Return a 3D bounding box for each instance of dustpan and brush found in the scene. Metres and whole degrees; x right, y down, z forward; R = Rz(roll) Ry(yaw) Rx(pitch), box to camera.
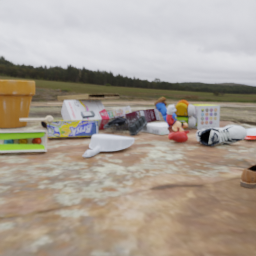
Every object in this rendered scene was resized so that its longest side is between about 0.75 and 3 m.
[{"bbox_3d":[-0.861,0.594,9.270,1.495,0.613,2.142,6,3,25],"label":"dustpan and brush"}]

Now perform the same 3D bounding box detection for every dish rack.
[{"bbox_3d":[-0.180,-0.143,13.363,1.888,0.515,1.448,-1,23,32],"label":"dish rack"}]

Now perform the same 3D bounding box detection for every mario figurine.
[{"bbox_3d":[1.867,-0.328,11.118,1.198,1.941,1.029,-9,-25,-48],"label":"mario figurine"}]

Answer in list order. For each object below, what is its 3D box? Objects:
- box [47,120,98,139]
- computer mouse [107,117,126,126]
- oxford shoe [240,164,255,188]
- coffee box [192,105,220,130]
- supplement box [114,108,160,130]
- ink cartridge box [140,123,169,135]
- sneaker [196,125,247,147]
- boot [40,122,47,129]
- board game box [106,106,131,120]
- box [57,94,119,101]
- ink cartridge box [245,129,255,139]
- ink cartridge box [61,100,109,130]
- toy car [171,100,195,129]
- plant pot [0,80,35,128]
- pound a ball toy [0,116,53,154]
[{"bbox_3d":[-2.325,0.045,11.828,2.105,0.738,0.677,-2,-3,-14],"label":"box"},{"bbox_3d":[-0.362,-0.296,13.053,0.808,0.265,1.151,-31,16,-39],"label":"computer mouse"},{"bbox_3d":[3.003,1.007,6.241,1.271,0.453,0.453,-3,7,-35],"label":"oxford shoe"},{"bbox_3d":[4.022,-0.626,15.112,1.274,1.262,1.276,-2,8,-14],"label":"coffee box"},{"bbox_3d":[0.546,-0.506,15.079,1.365,0.764,2.509,-13,-1,34],"label":"supplement box"},{"bbox_3d":[1.675,0.012,13.760,1.768,0.443,1.423,-3,7,-41],"label":"ink cartridge box"},{"bbox_3d":[3.345,0.323,10.203,1.825,0.728,1.187,3,10,22],"label":"sneaker"},{"bbox_3d":[-4.202,-0.132,14.677,0.898,0.336,0.435,30,19,35],"label":"boot"},{"bbox_3d":[-0.972,-0.709,16.050,2.337,0.400,1.571,-15,0,2],"label":"board game box"},{"bbox_3d":[-2.170,-1.649,15.152,2.683,0.285,2.193,3,8,42],"label":"box"},{"bbox_3d":[5.182,0.238,11.785,1.375,0.325,1.101,-6,3,-24],"label":"ink cartridge box"},{"bbox_3d":[-2.184,-0.643,14.267,2.044,0.875,1.508,-4,49,-31],"label":"ink cartridge box"},{"bbox_3d":[2.869,-0.719,14.606,1.315,1.503,1.127,3,30,23],"label":"toy car"},{"bbox_3d":[-6.553,-1.316,15.469,2.748,2.516,2.748,0,7,0],"label":"plant pot"},{"bbox_3d":[-3.350,0.230,9.193,1.793,1.169,0.762,-2,-5,-10],"label":"pound a ball toy"}]
